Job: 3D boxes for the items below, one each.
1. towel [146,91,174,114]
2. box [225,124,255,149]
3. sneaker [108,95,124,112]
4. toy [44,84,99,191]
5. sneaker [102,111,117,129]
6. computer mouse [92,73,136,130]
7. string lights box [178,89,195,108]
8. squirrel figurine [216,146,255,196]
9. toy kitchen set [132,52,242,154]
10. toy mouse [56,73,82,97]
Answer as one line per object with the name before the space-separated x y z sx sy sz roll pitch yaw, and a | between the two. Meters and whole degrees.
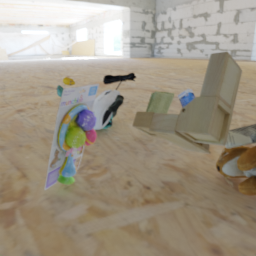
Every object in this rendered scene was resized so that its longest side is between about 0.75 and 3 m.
towel | 1.286 -0.869 11.714 1.087 1.465 0.267 0 37 -26
box | 3.165 0.196 7.393 1.205 0.495 0.412 -17 -12 25
sneaker | -0.413 -0.901 10.229 0.314 0.821 0.470 35 42 -13
toy | -1.255 0.287 7.183 0.637 2.699 1.554 26 22 16
sneaker | -1.118 -0.398 12.514 1.225 1.042 2.686 31 23 20
computer mouse | -0.827 -1.143 10.944 1.494 0.598 2.725 8 60 34
string lights box | 2.230 -0.871 10.206 0.293 0.994 0.511 4 -28 -43
squirrel figurine | 3.770 0.843 7.479 2.637 1.866 2.461 -28 12 -23
toy kitchen set | 1.886 -0.566 8.037 2.433 2.195 1.985 6 -16 45
toy mouse | -2.541 -1.472 11.557 1.316 1.169 0.255 25 18 6
